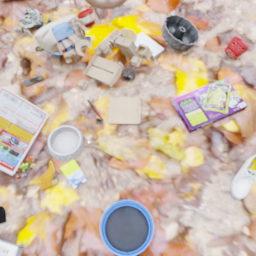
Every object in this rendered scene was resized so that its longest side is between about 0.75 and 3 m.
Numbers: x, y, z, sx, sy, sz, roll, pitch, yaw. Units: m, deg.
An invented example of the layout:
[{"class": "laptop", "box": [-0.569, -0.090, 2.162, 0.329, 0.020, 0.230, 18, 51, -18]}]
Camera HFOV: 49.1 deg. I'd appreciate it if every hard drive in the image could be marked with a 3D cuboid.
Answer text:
[{"class": "hard drive", "box": [0.751, -3.418, 11.809, 0.870, 0.173, 1.319, -40, 69, -18]}]

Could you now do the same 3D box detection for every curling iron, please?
[{"class": "curling iron", "box": [-1.247, -0.616, 10.351, 0.300, 0.155, 1.210, -24, 65, -11]}]

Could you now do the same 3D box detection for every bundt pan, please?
[{"class": "bundt pan", "box": [2.089, -3.863, 11.590, 1.679, 0.630, 1.679, 11, 59, -19]}]

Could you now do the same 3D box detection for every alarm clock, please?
[{"class": "alarm clock", "box": [0.033, -2.184, 11.074, 0.552, 0.273, 0.819, 14, 46, 3]}]

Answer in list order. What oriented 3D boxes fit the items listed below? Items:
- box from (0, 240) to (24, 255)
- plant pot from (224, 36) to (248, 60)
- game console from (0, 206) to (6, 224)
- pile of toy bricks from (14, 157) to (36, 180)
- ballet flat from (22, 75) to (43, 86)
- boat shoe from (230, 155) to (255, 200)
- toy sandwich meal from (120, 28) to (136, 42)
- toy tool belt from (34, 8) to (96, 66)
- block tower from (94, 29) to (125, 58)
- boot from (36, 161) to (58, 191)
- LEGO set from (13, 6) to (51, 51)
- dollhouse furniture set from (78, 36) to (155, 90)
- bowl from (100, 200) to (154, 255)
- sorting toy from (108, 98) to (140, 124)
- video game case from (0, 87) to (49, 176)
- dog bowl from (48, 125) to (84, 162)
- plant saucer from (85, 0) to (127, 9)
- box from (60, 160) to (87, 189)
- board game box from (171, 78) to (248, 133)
[{"class": "box", "box": [-4.314, 4.252, 7.465, 2.066, 0.545, 2.650, 14, 67, 6]}, {"class": "plant pot", "box": [4.311, -3.187, 11.281, 0.690, 0.758, 0.758, -45, 67, 12]}, {"class": "game console", "box": [-4.047, 3.124, 8.388, 0.826, 0.169, 1.401, -17, 64, -9]}, {"class": "pile of toy bricks", "box": [-3.445, 1.308, 9.197, 0.838, 0.414, 0.465, -33, 67, -16]}, {"class": "ballet flat", "box": [-3.738, -1.856, 11.000, 0.849, 0.197, 0.286, -23, 96, -6]}, {"class": "boat shoe", "box": [3.851, 1.515, 8.927, 0.604, 0.697, 1.634, 35, 68, 17]}, {"class": "toy sandwich meal", "box": [-0.078, -3.845, 11.954, 0.931, 0.319, 0.931, -1, 66, 3]}, {"class": "toy tool belt", "box": [-2.128, -3.324, 10.614, 2.581, 1.586, 1.611, -12, 37, 22]}, {"class": "block tower", "box": [-0.782, -3.454, 11.518, 1.404, 0.406, 0.379, -44, 66, -6]}, {"class": "boot", "box": [-2.675, 1.545, 9.101, 0.625, 0.307, 0.873, -14, 71, -19]}, {"class": "LEGO set", "box": [-3.984, -4.443, 12.030, 2.505, 0.710, 1.627, 40, 68, 19]}, {"class": "dollhouse furniture set", "box": [-0.381, -2.091, 10.809, 2.059, 1.179, 2.414, 28, 85, 31]}, {"class": "bowl", "box": [-0.042, 2.989, 8.376, 1.599, 0.314, 1.599, 0, 62, 0]}, {"class": "sorting toy", "box": [-0.138, -0.616, 10.342, 1.187, 0.217, 1.099, -1, 62, 5]}, {"class": "video game case", "box": [-3.992, 0.060, 9.291, 1.808, 0.221, 2.529, 33, 54, -18]}, {"class": "dog bowl", "box": [-2.154, 0.491, 9.649, 1.299, 0.381, 1.299, 0, 62, -1]}, {"class": "plant saucer", "box": [-1.044, -6.595, 13.344, 2.262, 0.414, 2.262, 0, 62, 0]}, {"class": "box", "box": [-1.777, 1.536, 9.192, 0.538, 0.210, 0.883, -32, 67, -16]}, {"class": "board game box", "box": [2.983, -0.867, 10.393, 2.417, 0.390, 1.451, -21, 69, -11]}]
